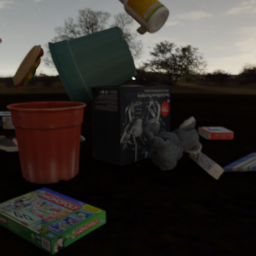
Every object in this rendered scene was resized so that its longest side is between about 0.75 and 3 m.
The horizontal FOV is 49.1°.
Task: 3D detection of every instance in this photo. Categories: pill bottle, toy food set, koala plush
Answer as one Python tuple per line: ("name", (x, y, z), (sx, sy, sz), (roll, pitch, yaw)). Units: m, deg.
("pill bottle", (0.324, -2.888, 6.666), (1.235, 0.686, 0.686), (47, 28, 15))
("toy food set", (-4.000, -2.461, 11.248), (0.480, 1.955, 1.975), (33, -22, -31))
("koala plush", (1.355, 0.422, 7.836), (1.443, 1.280, 1.326), (-22, 22, -9))

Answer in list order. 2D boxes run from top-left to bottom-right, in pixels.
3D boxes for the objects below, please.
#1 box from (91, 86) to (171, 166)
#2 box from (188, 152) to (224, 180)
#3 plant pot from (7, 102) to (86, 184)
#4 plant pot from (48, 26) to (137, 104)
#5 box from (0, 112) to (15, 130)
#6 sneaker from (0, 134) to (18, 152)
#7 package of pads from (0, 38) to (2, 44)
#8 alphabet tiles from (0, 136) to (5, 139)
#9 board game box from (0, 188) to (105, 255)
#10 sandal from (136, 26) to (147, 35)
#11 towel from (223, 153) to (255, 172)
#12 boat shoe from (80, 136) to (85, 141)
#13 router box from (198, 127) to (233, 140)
("box", (0.170, -0.221, 9.081), (1.305, 2.282, 2.506), (9, 14, 42))
("box", (2.125, 0.950, 7.793), (0.341, 0.318, 1.645), (36, 5, -9))
("plant pot", (-2.037, 0.325, 7.237), (1.916, 1.864, 1.916), (0, 11, 0))
("plant pot", (-1.144, -2.270, 9.959), (2.455, 2.507, 2.507), (-22, 12, -2))
("box", (-5.530, -0.390, 14.370), (2.477, 0.745, 1.445), (0, 10, -3))
("sneaker", (-3.649, 0.140, 9.756), (2.200, 1.328, 0.920), (0, 10, 1))
("package of pads", (-4.387, -2.619, 8.009), (0.514, 0.819, 1.359), (42, 2, 20))
("alphabet tiles", (-5.382, 0.594, 9.513), (1.940, 0.073, 1.622), (-22, 13, -39))
("board game box", (-1.435, 1.551, 4.973), (1.741, 0.254, 1.172), (7, 13, 36))
("sandal", (0.554, -3.299, 9.107), (0.381, 0.256, 0.949), (34, 43, 2))
("towel", (3.557, 0.854, 7.103), (1.427, 0.231, 1.943), (-17, -1, -28))
("boat shoe", (-2.005, 0.413, 11.446), (0.269, 0.273, 0.770), (26, -10, -35))
("router box", (3.772, 0.227, 12.174), (1.124, 0.306, 1.253), (-1, 10, -4))
